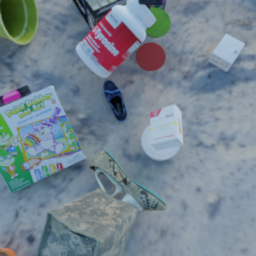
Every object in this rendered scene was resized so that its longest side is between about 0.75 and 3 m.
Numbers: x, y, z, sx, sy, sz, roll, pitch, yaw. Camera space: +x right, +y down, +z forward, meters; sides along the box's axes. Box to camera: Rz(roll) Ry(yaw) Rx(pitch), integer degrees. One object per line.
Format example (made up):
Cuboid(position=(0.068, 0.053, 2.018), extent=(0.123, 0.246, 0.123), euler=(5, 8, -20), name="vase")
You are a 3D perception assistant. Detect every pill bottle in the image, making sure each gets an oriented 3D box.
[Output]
Cuboid(position=(-0.328, -2.620, 8.051), extent=(2.238, 1.256, 1.256), euler=(-43, 74, 14), name="pill bottle")

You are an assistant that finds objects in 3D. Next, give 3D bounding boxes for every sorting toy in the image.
Cuboid(position=(0.786, -2.916, 8.753), extent=(0.929, 0.922, 2.678), euler=(8, 82, 1), name="sorting toy")

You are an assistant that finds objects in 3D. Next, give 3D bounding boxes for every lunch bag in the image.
Cuboid(position=(-0.975, 2.825, 6.068), extent=(1.444, 2.015, 2.456), euler=(20, 100, 22), name="lunch bag")

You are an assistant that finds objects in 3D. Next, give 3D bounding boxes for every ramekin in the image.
Cuboid(position=(0.925, 0.429, 8.069), extent=(1.128, 0.525, 1.128), euler=(0, 71, 1), name="ramekin")

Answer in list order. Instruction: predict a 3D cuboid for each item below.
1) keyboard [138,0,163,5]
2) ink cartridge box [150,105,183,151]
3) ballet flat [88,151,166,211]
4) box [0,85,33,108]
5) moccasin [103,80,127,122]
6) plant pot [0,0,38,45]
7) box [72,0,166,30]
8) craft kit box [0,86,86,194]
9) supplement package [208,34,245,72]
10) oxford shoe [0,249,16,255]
Cuboid(position=(0.544, -3.299, 6.937), extent=(0.780, 0.468, 0.100), euler=(22, 32, 39), name="keyboard")
Cuboid(position=(0.920, 0.008, 6.789), extent=(0.696, 0.400, 0.959), euler=(-15, 54, 28), name="ink cartridge box")
Cuboid(position=(-0.155, 1.587, 7.387), extent=(2.385, 0.809, 0.898), euler=(39, 68, 23), name="ballet flat")
Cuboid(position=(-3.335, -0.419, 8.201), extent=(1.459, 0.837, 0.964), euler=(-25, 74, -8), name="box")
Cuboid(position=(-0.350, -0.898, 8.547), extent=(0.577, 0.489, 1.434), euler=(-25, 73, -8), name="moccasin")
Cuboid(position=(-4.189, -3.682, 8.954), extent=(1.758, 1.912, 1.912), euler=(7, 71, 15), name="plant pot")
Cuboid(position=(-0.371, -4.565, 9.461), extent=(2.678, 1.153, 2.193), euler=(-29, 73, -10), name="box")
Cuboid(position=(-2.607, 0.301, 7.632), extent=(2.241, 0.544, 2.213), euler=(-26, 99, -9), name="craft kit box")
Cuboid(position=(3.184, -2.426, 9.070), extent=(0.702, 0.499, 0.901), euler=(34, 75, 12), name="supplement package")
Cuboid(position=(-3.052, 4.392, 6.369), extent=(1.066, 1.086, 2.994), euler=(-16, 71, -3), name="oxford shoe")
